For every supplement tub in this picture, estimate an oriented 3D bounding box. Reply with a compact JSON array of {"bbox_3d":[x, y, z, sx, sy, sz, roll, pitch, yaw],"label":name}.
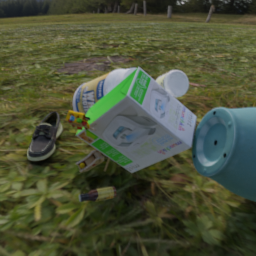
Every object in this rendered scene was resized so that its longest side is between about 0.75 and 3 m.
[{"bbox_3d":[-0.526,-0.966,9.648,2.485,1.797,1.797,-13,13,43],"label":"supplement tub"},{"bbox_3d":[1.249,-1.260,8.486,0.778,0.778,1.073,-10,1,-18],"label":"supplement tub"}]

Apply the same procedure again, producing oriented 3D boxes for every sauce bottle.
[{"bbox_3d":[-0.814,1.794,7.482,0.985,0.325,0.325,-6,27,-21],"label":"sauce bottle"}]

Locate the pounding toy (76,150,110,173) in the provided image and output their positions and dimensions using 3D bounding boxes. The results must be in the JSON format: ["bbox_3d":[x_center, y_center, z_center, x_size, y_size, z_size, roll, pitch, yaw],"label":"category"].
[{"bbox_3d":[-0.996,1.085,8.659,1.133,0.650,0.648,-31,-15,4],"label":"pounding toy"}]

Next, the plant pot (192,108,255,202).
[{"bbox_3d":[3.040,0.583,7.010,2.400,2.555,2.555,15,24,-16],"label":"plant pot"}]

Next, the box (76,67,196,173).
[{"bbox_3d":[0.201,-0.064,7.897,2.522,2.225,1.219,-31,28,44],"label":"box"}]

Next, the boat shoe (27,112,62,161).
[{"bbox_3d":[-3.066,0.221,10.269,0.948,0.872,2.653,1,27,2],"label":"boat shoe"}]

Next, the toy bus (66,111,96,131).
[{"bbox_3d":[-1.223,-0.214,7.214,0.734,0.379,0.692,28,-21,-35],"label":"toy bus"}]
